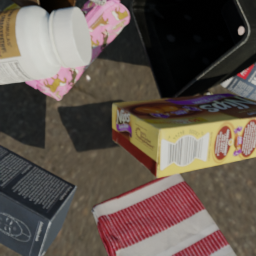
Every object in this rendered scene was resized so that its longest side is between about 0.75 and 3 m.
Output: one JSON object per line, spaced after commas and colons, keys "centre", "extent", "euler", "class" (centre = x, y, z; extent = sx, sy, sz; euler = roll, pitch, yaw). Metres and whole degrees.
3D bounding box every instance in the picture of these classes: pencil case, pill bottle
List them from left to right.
{"centre": [-1.811, -1.448, 4.939], "extent": [2.141, 1.224, 1.224], "euler": [-5, 75, 11], "class": "pill bottle"}
{"centre": [-1.259, -1.985, 6.808], "extent": [2.869, 1.241, 1.188], "euler": [-49, 47, -1], "class": "pencil case"}
{"centre": [3.609, -1.676, 8.416], "extent": [2.433, 1.455, 1.455], "euler": [29, 78, 7], "class": "pill bottle"}

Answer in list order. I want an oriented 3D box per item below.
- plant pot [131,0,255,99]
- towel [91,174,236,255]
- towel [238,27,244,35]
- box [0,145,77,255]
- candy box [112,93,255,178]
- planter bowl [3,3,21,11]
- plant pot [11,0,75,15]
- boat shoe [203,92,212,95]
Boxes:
{"centre": [2.099, -2.539, 6.420], "extent": [2.627, 2.961, 2.954], "euler": [-10, 76, -25], "class": "plant pot"}
{"centre": [0.812, 2.308, 5.127], "extent": [2.152, 0.340, 2.988], "euler": [-19, 53, -17], "class": "towel"}
{"centre": [3.616, -3.396, 9.493], "extent": [1.260, 0.213, 1.320], "euler": [-19, 76, -4], "class": "towel"}
{"centre": [-2.212, 1.478, 5.551], "extent": [1.910, 1.023, 1.418], "euler": [28, 122, 5], "class": "box"}
{"centre": [1.337, -0.023, 5.069], "extent": [2.871, 1.675, 0.811], "euler": [-8, 111, -24], "class": "candy box"}
{"centre": [-2.965, -2.773, 8.932], "extent": [2.364, 0.985, 2.364], "euler": [0, 76, 1], "class": "planter bowl"}
{"centre": [-1.848, -2.741, 5.529], "extent": [1.203, 1.124, 1.124], "euler": [20, 76, 21], "class": "plant pot"}
{"centre": [2.520, -0.742, 8.791], "extent": [0.269, 0.294, 0.787], "euler": [-1, 68, 5], "class": "boat shoe"}
